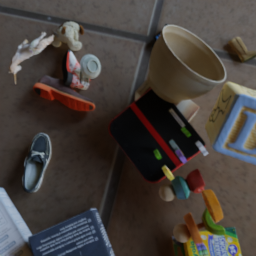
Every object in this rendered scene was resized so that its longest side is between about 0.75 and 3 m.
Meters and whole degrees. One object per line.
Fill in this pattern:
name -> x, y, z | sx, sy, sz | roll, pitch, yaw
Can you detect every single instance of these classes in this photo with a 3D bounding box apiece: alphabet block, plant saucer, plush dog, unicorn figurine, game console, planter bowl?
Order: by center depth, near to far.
alphabet block -> 3.462, -0.145, 8.171 | 1.783, 1.816, 1.773 | 21, 112, 1
planter bowl -> 1.608, -1.804, 8.847 | 2.388, 1.607, 2.388 | 21, 45, -22
unicorn figurine -> -3.340, -2.493, 9.303 | 0.683, 1.849, 1.270 | 40, 42, -25
game console -> 0.869, 0.271, 9.414 | 2.367, 0.415, 2.676 | -38, 84, 6
plant saucer -> -1.299, -2.187, 9.953 | 0.851, 0.214, 0.851 | -3, 95, -39
plush dog -> -2.344, -3.749, 10.935 | 1.272, 1.021, 1.093 | 12, 51, 4

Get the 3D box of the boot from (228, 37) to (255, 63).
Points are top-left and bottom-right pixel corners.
boot -> 4.576, -3.155, 10.992 | 0.903, 0.341, 1.031 | -25, 75, -7

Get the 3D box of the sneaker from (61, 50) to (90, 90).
sneaker -> -1.943, -2.160, 10.616 | 0.980, 0.610, 1.828 | 15, 43, -30

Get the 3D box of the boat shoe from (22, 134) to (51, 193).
boat shoe -> -3.100, 1.165, 9.544 | 0.789, 0.629, 2.086 | 7, 76, -13

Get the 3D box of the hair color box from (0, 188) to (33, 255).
hair color box -> -4.011, 3.427, 8.841 | 1.394, 0.854, 2.816 | -36, 76, -9

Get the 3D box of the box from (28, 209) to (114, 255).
box -> -1.433, 4.067, 8.346 | 1.996, 1.439, 2.689 | -22, 75, -6

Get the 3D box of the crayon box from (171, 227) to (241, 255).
crayon box -> 2.489, 3.925, 8.823 | 1.992, 0.514, 1.253 | -7, 71, -4

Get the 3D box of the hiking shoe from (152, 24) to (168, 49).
hiking shoe -> 1.295, -3.625, 11.064 | 0.519, 0.446, 1.198 | 17, 75, 4

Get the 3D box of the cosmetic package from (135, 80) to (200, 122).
cosmetic package -> 1.354, -0.866, 10.032 | 2.085, 0.909, 1.077 | 38, 78, 10

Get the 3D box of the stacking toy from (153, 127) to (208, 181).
stacking toy -> 1.441, 0.670, 8.301 | 1.300, 1.725, 0.405 | -37, 114, 6

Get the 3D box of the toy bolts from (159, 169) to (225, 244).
toy bolts -> 1.765, 2.275, 8.339 | 1.429, 1.967, 2.060 | -21, 53, 3

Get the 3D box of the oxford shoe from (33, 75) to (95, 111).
oxford shoe -> -2.236, -1.328, 10.243 | 2.338, 0.832, 0.848 | 22, 62, 1
